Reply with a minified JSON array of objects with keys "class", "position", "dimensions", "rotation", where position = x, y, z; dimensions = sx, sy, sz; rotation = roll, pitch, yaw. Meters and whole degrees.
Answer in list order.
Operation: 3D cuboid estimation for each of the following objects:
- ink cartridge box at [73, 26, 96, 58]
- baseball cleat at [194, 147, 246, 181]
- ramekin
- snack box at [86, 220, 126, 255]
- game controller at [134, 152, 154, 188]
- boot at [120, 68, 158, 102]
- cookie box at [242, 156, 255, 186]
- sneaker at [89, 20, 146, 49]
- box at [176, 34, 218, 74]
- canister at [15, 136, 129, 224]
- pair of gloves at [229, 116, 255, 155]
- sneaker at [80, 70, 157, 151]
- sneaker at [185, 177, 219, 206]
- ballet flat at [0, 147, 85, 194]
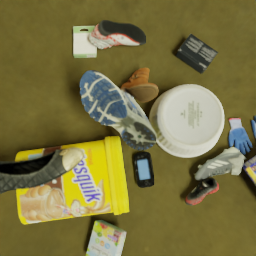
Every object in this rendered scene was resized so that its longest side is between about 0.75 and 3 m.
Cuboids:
[{"class":"ink cartridge box","position":[-1.406,-2.786,9.082],"dimensions":[0.717,0.236,0.985],"rotation":[-2,80,0]},{"class":"baseball cleat","position":[2.720,1.174,8.154],"dimensions":[1.550,0.540,0.825],"rotation":[-36,52,-5]},{"class":"ramekin","position":[1.751,-0.258,8.241],"dimensions":[2.233,1.040,2.233],"rotation":[0,80,1]},{"class":"snack box","position":[-0.616,3.235,7.736],"dimensions":[0.906,0.364,1.074],"rotation":[12,86,32]},{"class":"game controller","position":[0.467,1.234,8.276],"dimensions":[0.537,0.217,1.029],"rotation":[-11,77,14]},{"class":"boot","position":[0.423,-1.285,8.156],"dimensions":[0.601,1.566,1.216],"rotation":[47,55,-22]},{"class":"cookie box","position":[4.549,1.259,7.917],"dimensions":[1.893,0.711,1.619],"rotation":[-36,83,12]},{"class":"sneaker","position":[-0.356,-2.877,8.919],"dimensions":[1.784,0.956,0.596],"rotation":[-1,80,-37]},{"class":"box","position":[2.170,-2.351,8.907],"dimensions":[1.047,0.413,0.739],"rotation":[37,79,4]},{"class":"canister","position":[-1.531,1.475,7.869],"dimensions":[2.875,1.244,2.135],"rotation":[-8,80,0]},{"class":"pair of gloves","position":[3.795,0.195,8.616],"dimensions":[1.457,0.166,1.171],"rotation":[-7,81,0]},{"class":"sneaker","position":[-0.275,-0.514,7.355],"dimensions":[0.989,1.093,2.566],"rotation":[-33,116,19]},{"class":"sneaker","position":[2.111,1.803,8.097],"dimensions":[1.128,0.551,0.399],"rotation":[-30,45,-8]},{"class":"ballet flat","position":[-2.468,0.964,6.792],"dimensions":[2.952,0.981,0.839],"rotation":[-16,108,11]}]
